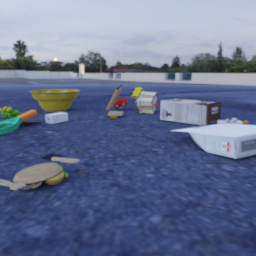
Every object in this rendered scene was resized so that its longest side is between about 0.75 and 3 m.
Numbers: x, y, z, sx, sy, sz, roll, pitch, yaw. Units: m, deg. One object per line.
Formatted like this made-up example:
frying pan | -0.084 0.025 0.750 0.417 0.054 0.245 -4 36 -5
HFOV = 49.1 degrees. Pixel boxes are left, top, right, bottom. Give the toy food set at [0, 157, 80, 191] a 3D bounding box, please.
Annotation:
toy food set | -1.894 1.053 5.998 1.100 0.320 1.594 0 14 40

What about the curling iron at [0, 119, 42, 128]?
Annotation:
curling iron | -4.595 -0.183 11.970 1.796 0.230 0.445 -1 -26 -24

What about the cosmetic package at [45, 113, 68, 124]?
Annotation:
cosmetic package | -3.333 -0.469 13.067 0.515 0.406 0.957 7 12 35

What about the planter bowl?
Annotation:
planter bowl | -4.352 -1.644 16.851 2.931 1.221 2.931 -1 11 0

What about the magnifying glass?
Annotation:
magnifying glass | -4.687 -0.262 11.524 1.154 0.325 2.898 -2 16 15

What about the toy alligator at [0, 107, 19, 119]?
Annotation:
toy alligator | -6.176 -0.717 14.151 1.938 0.575 0.526 9 55 37

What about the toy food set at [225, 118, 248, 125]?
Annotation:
toy food set | 4.318 -0.135 11.325 0.913 0.436 0.411 15 18 41

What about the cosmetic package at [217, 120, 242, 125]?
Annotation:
cosmetic package | 4.333 -0.161 11.938 0.980 0.248 0.405 1 11 5

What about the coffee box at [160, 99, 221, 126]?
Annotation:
coffee box | 2.891 -0.765 13.079 2.452 0.977 1.402 10 15 40

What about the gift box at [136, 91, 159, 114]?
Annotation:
gift box | 0.995 -1.388 15.511 1.025 1.013 1.098 8 40 27

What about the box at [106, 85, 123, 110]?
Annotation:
box | -0.778 -1.769 16.287 0.148 1.388 1.134 31 27 3

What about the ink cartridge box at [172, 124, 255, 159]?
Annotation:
ink cartridge box | 3.086 0.340 8.959 2.289 0.708 2.823 -7 4 -28

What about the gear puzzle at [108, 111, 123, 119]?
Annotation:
gear puzzle | -0.661 -0.635 14.545 0.789 0.200 1.524 2 14 2

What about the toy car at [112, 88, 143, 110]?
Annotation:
toy car | 0.488 -1.536 17.281 2.467 0.550 2.321 -33 41 -26
